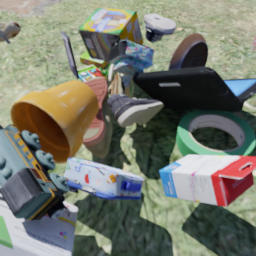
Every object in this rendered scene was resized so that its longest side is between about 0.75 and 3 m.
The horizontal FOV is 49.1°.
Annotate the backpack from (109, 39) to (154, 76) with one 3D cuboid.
[{"bbox_3d":[0.150,-2.098,8.516,1.253,0.944,1.113,1,-2,-26],"label":"backpack"}]

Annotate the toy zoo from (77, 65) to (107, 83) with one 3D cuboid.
[{"bbox_3d":[-1.399,-1.980,10.732,0.863,0.135,1.315,-25,48,-26],"label":"toy zoo"}]

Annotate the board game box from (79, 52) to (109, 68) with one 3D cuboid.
[{"bbox_3d":[-0.984,-3.325,12.096,1.104,0.346,2.310,20,48,20],"label":"board game box"}]

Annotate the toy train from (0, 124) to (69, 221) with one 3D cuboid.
[{"bbox_3d":[-1.617,0.627,4.297,0.761,1.018,1.787,-41,68,1],"label":"toy train"}]

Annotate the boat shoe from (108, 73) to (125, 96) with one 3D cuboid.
[{"bbox_3d":[-0.344,-1.078,7.812,0.457,0.468,1.237,-13,43,7],"label":"boat shoe"}]

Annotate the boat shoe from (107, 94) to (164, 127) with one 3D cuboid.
[{"bbox_3d":[0.257,-0.600,7.747,0.792,0.917,2.525,49,22,13],"label":"boat shoe"}]

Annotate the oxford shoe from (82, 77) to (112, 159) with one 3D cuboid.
[{"bbox_3d":[-0.972,-0.387,8.215,1.028,1.073,2.906,-12,45,12],"label":"oxford shoe"}]

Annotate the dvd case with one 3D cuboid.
[{"bbox_3d":[-1.428,-1.780,6.867,0.082,1.026,0.763,-18,33,-15],"label":"dvd case"}]

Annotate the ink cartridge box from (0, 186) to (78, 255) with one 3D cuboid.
[{"bbox_3d":[-1.799,1.759,4.580,1.664,0.965,2.298,27,-1,-8],"label":"ink cartridge box"}]

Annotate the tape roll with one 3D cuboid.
[{"bbox_3d":[2.449,0.283,7.946,2.109,0.507,2.109,0,41,0],"label":"tape roll"}]

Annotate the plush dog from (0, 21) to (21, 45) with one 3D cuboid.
[{"bbox_3d":[-3.700,-2.794,8.173,1.041,0.835,0.894,16,12,-18],"label":"plush dog"}]

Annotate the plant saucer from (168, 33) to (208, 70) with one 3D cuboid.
[{"bbox_3d":[1.980,-2.034,8.886,1.863,1.863,0.321,-32,50,-30],"label":"plant saucer"}]

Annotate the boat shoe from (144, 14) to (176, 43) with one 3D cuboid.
[{"bbox_3d":[1.036,-3.141,9.205,0.656,0.815,1.758,-13,37,-12],"label":"boat shoe"}]

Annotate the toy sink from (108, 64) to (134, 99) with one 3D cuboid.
[{"bbox_3d":[-0.187,-1.443,9.209,0.658,1.174,0.765,1,57,10],"label":"toy sink"}]

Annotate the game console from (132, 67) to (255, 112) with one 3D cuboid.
[{"bbox_3d":[2.058,-1.428,8.198,2.899,2.550,1.687,7,67,52],"label":"game console"}]

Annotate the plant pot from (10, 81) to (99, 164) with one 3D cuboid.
[{"bbox_3d":[-1.346,-0.261,5.747,1.485,1.485,1.359,20,45,21],"label":"plant pot"}]

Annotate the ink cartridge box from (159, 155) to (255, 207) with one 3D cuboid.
[{"bbox_3d":[1.636,0.971,5.413,1.048,0.607,1.804,-20,9,-38],"label":"ink cartridge box"}]

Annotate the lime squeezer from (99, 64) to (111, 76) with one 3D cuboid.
[{"bbox_3d":[-0.694,-1.742,8.602,0.174,0.325,0.921,27,25,6],"label":"lime squeezer"}]

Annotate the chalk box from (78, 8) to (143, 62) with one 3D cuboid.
[{"bbox_3d":[-0.757,-3.270,9.895,2.127,1.323,1.317,18,61,27],"label":"chalk box"}]

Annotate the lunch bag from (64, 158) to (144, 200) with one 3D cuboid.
[{"bbox_3d":[-0.405,0.996,5.180,1.231,1.537,0.581,13,83,27],"label":"lunch bag"}]

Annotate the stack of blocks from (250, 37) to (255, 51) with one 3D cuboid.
[{"bbox_3d":[4.081,-2.518,8.074,1.120,0.645,0.328,-11,35,-36],"label":"stack of blocks"}]
